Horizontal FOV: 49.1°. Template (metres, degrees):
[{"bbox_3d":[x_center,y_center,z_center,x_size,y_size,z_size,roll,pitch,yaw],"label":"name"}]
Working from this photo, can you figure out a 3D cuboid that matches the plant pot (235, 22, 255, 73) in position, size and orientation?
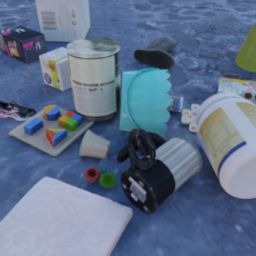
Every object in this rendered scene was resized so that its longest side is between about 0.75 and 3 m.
[{"bbox_3d":[6.146,-3.872,12.863,1.918,2.050,1.918,0,37,0],"label":"plant pot"}]

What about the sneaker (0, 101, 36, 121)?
[{"bbox_3d":[-3.952,-0.639,9.795,1.390,0.600,0.558,2,38,2],"label":"sneaker"}]

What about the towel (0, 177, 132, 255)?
[{"bbox_3d":[-1.520,2.288,6.095,2.539,0.409,2.425,16,41,20],"label":"towel"}]

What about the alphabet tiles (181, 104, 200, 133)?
[{"bbox_3d":[2.580,-0.297,9.655,1.462,0.107,1.430,9,45,8],"label":"alphabet tiles"}]

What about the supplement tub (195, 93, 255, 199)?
[{"bbox_3d":[2.926,0.356,7.438,1.841,1.841,2.549,-4,38,-5],"label":"supplement tub"}]

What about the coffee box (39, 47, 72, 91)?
[{"bbox_3d":[-2.743,-2.464,11.662,1.232,1.244,1.246,25,44,29],"label":"coffee box"}]

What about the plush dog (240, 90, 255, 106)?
[{"bbox_3d":[4.138,-0.633,9.587,1.064,1.239,0.994,2,4,-11],"label":"plush dog"}]

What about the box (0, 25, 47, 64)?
[{"bbox_3d":[-5.317,-4.236,14.062,2.217,1.176,1.355,26,44,29],"label":"box"}]

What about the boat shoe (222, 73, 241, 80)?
[{"bbox_3d":[4.516,-2.238,12.233,0.754,0.281,0.276,12,16,20],"label":"boat shoe"}]

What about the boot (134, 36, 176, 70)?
[{"bbox_3d":[1.748,-3.784,13.877,2.278,0.909,2.506,27,37,25],"label":"boot"}]

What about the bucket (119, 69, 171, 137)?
[{"bbox_3d":[0.467,-0.796,8.714,1.398,2.148,2.148,2,37,-2],"label":"bucket"}]

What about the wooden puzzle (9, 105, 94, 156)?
[{"bbox_3d":[-2.488,-0.094,9.150,2.104,0.487,1.949,18,40,23],"label":"wooden puzzle"}]

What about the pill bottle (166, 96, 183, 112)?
[{"bbox_3d":[1.467,-0.891,10.158,0.963,0.548,0.548,8,38,12],"label":"pill bottle"}]

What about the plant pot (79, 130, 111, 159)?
[{"bbox_3d":[-0.926,0.545,8.177,0.736,0.804,0.804,17,39,4],"label":"plant pot"}]

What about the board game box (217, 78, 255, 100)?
[{"bbox_3d":[4.532,-1.497,11.157,1.815,0.311,1.220,10,38,13],"label":"board game box"}]

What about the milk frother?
[{"bbox_3d":[0.826,0.701,6.696,1.862,1.979,1.786,-32,81,-35],"label":"milk frother"}]

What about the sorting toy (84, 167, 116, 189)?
[{"bbox_3d":[-0.729,1.334,7.465,0.880,0.361,0.529,22,56,8],"label":"sorting toy"}]

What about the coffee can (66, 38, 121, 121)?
[{"bbox_3d":[-1.087,-1.630,9.403,1.687,2.305,1.687,0,34,0],"label":"coffee can"}]

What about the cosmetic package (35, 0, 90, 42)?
[{"bbox_3d":[-3.626,-6.587,16.185,2.353,2.367,2.829,2,37,2],"label":"cosmetic package"}]
